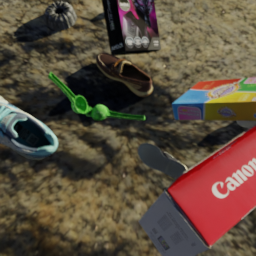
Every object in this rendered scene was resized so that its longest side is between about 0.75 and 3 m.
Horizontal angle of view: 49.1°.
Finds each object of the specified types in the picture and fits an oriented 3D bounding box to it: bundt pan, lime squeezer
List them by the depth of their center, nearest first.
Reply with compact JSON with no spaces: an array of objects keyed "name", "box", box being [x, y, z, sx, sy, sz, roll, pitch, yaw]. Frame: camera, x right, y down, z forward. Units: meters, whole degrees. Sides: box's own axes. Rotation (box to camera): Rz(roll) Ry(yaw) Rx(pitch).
[{"name":"lime squeezer","box":[-0.824,-0.577,6.836,2.453,0.866,0.463,24,41,-16]},{"name":"bundt pan","box":[-2.837,-4.692,11.563,1.356,0.509,1.356,0,64,0]}]

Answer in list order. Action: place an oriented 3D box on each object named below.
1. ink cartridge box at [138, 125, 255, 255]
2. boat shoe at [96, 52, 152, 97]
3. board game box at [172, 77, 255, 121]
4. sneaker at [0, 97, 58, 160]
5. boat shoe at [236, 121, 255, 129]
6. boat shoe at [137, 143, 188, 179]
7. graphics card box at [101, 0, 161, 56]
[{"name":"ink cartridge box","box":[1.749,1.163,5.210,2.618,2.299,1.098,-26,66,-28]},{"name":"boat shoe","box":[-0.155,-2.109,10.046,2.502,0.901,0.903,40,70,18]},{"name":"board game box","box":[2.015,-0.594,5.615,1.830,0.369,1.400,2,28,39]},{"name":"sneaker","box":[-2.708,-0.221,5.944,2.833,1.223,1.100,30,73,-27]},{"name":"boat shoe","box":[4.622,-0.490,9.532,2.087,0.758,0.655,-12,21,0]},{"name":"boat shoe","box":[0.755,0.753,6.094,1.296,0.407,0.471,29,88,35]},{"name":"graphics card box","box":[0.044,-3.238,7.536,1.542,0.625,2.458,-17,102,-44]}]
